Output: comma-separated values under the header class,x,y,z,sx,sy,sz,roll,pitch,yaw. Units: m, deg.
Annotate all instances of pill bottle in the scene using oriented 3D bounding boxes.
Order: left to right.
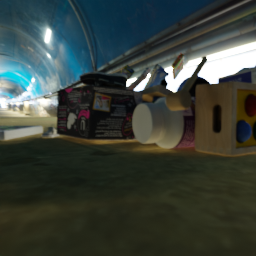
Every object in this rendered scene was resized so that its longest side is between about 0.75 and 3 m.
class,x,y,z,sx,sy,sz,roll,pitch,yaw
pill bottle,1.318,-0.145,7.037,2.292,1.287,1.287,-2,4,-28

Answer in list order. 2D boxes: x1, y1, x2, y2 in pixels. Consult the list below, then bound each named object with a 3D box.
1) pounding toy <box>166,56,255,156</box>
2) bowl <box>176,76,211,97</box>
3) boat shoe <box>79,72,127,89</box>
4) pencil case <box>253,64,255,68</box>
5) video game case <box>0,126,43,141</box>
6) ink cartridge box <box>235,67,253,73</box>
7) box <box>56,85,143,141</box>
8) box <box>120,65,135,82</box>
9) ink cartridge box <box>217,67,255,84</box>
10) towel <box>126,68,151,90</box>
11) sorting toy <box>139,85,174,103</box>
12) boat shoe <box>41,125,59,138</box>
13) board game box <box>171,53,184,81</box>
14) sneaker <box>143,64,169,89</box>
class,x,y,z,sx,sy,sz,roll,pitch,yaw
pounding toy,2.064,-0.525,6.068,2.453,2.155,1.122,-2,4,-36
bowl,2.574,-1.164,10.688,1.643,1.643,0.323,-1,12,-19
boat shoe,-0.853,-1.558,9.521,1.659,0.500,0.627,-1,-17,6
pencil case,4.308,-1.728,8.956,0.370,0.890,0.404,20,-45,-16
video game case,-5.033,0.141,10.333,2.694,0.346,2.963,1,3,6
ink cartridge box,5.035,-1.045,10.536,1.051,2.403,1.746,-31,23,-33
box,-1.028,-0.430,9.202,1.842,1.600,2.788,2,2,-34
box,-0.257,-1.860,10.929,1.208,0.423,0.388,-48,0,42
ink cartridge box,4.380,-1.207,7.878,2.634,0.570,2.586,10,-12,-35
towel,0.189,-1.649,10.816,1.564,0.264,1.637,-41,8,23
sorting toy,1.360,-0.418,9.326,2.415,0.845,2.429,23,-7,-19
boat shoe,-2.765,0.104,10.040,0.389,0.449,1.054,1,3,14
board game box,1.977,-2.424,11.138,0.201,0.642,1.343,36,-5,19
sneaker,1.309,-1.972,13.236,0.966,0.851,2.166,32,-33,4
